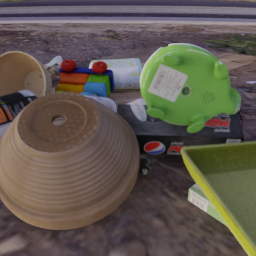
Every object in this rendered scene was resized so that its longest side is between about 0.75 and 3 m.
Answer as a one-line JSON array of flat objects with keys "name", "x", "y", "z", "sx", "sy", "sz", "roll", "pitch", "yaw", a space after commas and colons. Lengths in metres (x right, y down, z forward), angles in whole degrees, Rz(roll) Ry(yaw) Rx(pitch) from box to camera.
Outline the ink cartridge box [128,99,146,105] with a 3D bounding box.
[{"name": "ink cartridge box", "x": 0.361, "y": -0.501, "z": 8.159, "sx": 0.701, "sy": 0.406, "sz": 1.204, "roll": 26, "pitch": 37, "yaw": 37}]

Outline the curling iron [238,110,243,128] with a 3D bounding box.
[{"name": "curling iron", "x": 1.792, "y": -0.578, "z": 7.268, "sx": 2.556, "sy": 0.634, "sz": 0.327, "roll": 24, "pitch": 10, "yaw": 1}]

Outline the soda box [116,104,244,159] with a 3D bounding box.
[{"name": "soda box", "x": 1.082, "y": 0.094, "z": 6.398, "sx": 2.736, "sy": 0.866, "sz": 0.968, "roll": 2, "pitch": 50, "yaw": 2}]

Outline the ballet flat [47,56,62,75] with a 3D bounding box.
[{"name": "ballet flat", "x": -3.120, "y": -2.512, "z": 11.737, "sx": 0.580, "sy": 0.580, "sz": 1.671, "roll": 11, "pitch": 35, "yaw": 19}]

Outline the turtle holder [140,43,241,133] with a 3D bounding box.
[{"name": "turtle holder", "x": 1.282, "y": -0.935, "z": 5.628, "sx": 2.084, "sy": 1.583, "sz": 1.480, "roll": -6, "pitch": 26, "yaw": 4}]

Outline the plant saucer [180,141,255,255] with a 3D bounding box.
[{"name": "plant saucer", "x": 2.345, "y": 1.197, "z": 4.500, "sx": 2.452, "sy": 0.588, "sz": 2.456, "roll": -3, "pitch": 36, "yaw": -22}]

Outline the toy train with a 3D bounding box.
[{"name": "toy train", "x": -2.036, "y": -1.233, "z": 8.849, "sx": 2.947, "sy": 1.247, "sz": 1.705, "roll": 5, "pitch": 43, "yaw": 8}]

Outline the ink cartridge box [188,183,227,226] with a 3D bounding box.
[{"name": "ink cartridge box", "x": 1.971, "y": 1.186, "z": 5.268, "sx": 1.429, "sy": 0.343, "sz": 1.040, "roll": -26, "pitch": 38, "yaw": -35}]

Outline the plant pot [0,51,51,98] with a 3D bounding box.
[{"name": "plant pot", "x": -3.092, "y": -1.332, "z": 8.571, "sx": 1.813, "sy": 1.813, "sz": 1.217, "roll": 5, "pitch": 8, "yaw": 9}]

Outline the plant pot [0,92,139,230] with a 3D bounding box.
[{"name": "plant pot", "x": -1.127, "y": 0.260, "z": 4.920, "sx": 2.675, "sy": 1.235, "sz": 2.675, "roll": 0, "pitch": 51, "yaw": 0}]

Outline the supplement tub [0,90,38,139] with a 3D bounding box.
[{"name": "supplement tub", "x": -3.073, "y": -0.064, "z": 6.548, "sx": 2.021, "sy": 1.238, "sz": 1.238, "roll": -24, "pitch": 37, "yaw": -36}]

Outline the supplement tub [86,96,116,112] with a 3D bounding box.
[{"name": "supplement tub", "x": -0.865, "y": -0.479, "z": 7.365, "sx": 0.689, "sy": 0.689, "sz": 1.045, "roll": 19, "pitch": 12, "yaw": 30}]

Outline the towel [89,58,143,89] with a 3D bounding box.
[{"name": "towel", "x": -0.466, "y": -2.100, "z": 10.876, "sx": 2.107, "sy": 0.593, "sz": 2.461, "roll": -4, "pitch": 30, "yaw": -1}]

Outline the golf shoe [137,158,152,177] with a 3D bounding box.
[{"name": "golf shoe", "x": -0.089, "y": 0.844, "z": 5.876, "sx": 1.190, "sy": 0.459, "sz": 0.524, "roll": -2, "pitch": -2, "yaw": 10}]

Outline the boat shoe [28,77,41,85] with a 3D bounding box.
[{"name": "boat shoe", "x": -3.941, "y": -1.516, "z": 9.699, "sx": 2.377, "sy": 0.899, "sz": 0.717, "roll": -17, "pitch": 72, "yaw": -42}]
